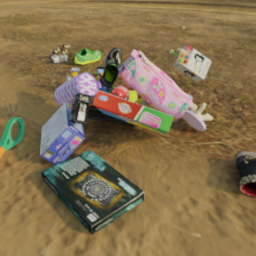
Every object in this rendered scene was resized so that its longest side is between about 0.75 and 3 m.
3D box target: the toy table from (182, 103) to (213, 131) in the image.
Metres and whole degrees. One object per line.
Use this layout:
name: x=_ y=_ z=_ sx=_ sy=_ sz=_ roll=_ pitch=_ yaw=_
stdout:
toy table: x=2.769 y=-0.476 z=11.207 sx=1.159 sy=1.066 sz=0.679 roll=45 pitch=70 yaw=8

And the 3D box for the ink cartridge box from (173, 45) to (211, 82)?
ink cartridge box: x=2.867 y=-2.840 z=12.425 sx=1.380 sy=1.006 sz=0.571 roll=29 pitch=-14 yaw=-14

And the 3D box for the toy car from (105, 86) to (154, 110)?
toy car: x=-0.197 y=-1.226 z=10.739 sx=2.233 sy=0.498 sz=2.102 roll=23 pitch=2 yaw=-44

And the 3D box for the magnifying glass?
magnifying glass: x=-4.302 y=0.569 z=9.842 sx=0.271 sy=0.965 sz=2.424 roll=8 pitch=43 yaw=9

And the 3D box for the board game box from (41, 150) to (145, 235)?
board game box: x=-1.094 y=1.718 z=8.306 sx=1.852 sy=0.386 sz=2.738 roll=-24 pitch=39 yaw=-33

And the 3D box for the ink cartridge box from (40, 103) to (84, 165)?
ink cartridge box: x=-2.282 y=0.270 z=9.615 sx=1.424 sy=0.797 sz=2.088 roll=-44 pitch=30 yaw=14

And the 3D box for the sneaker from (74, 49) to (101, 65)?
sneaker: x=-2.585 y=-4.769 z=18.347 sx=0.805 sy=0.908 sz=2.173 roll=22 pitch=37 yaw=33

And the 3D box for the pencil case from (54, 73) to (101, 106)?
pencil case: x=-2.004 y=-1.423 z=10.760 sx=0.966 sy=0.948 sz=2.260 roll=-14 pitch=3 yaw=-39

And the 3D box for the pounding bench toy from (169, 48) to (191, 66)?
pounding bench toy: x=2.044 y=-2.858 z=11.140 sx=0.758 sy=0.471 sz=0.592 roll=14 pitch=26 yaw=-11

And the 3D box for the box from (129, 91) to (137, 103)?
box: x=-0.133 y=-1.350 z=12.790 sx=1.131 sy=0.690 sz=0.270 roll=-1 pitch=-6 yaw=-26

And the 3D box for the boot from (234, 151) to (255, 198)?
boot: x=4.329 y=1.406 z=8.438 sx=2.100 sy=0.769 sz=1.582 roll=6 pitch=31 yaw=16

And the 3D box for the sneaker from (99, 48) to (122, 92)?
sneaker: x=-0.578 y=-2.285 z=10.774 sx=0.700 sy=0.819 sz=1.976 roll=26 pitch=62 yaw=-19

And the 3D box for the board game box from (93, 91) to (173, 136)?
board game box: x=0.219 y=-0.464 z=9.864 sx=2.595 sy=0.523 sz=1.986 roll=20 pitch=-3 yaw=7

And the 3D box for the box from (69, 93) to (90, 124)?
box: x=-1.531 y=-0.598 z=8.844 sx=0.382 sy=0.887 sz=0.726 roll=11 pitch=-7 yaw=-25

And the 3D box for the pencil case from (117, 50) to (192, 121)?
pencil case: x=0.977 y=-1.512 z=10.068 sx=2.830 sy=1.237 sz=1.237 roll=40 pitch=34 yaw=-9

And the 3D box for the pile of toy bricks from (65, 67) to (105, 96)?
pile of toy bricks: x=-1.796 y=-2.186 z=14.125 sx=2.575 sy=1.429 sz=1.271 roll=-1 pitch=69 yaw=-21

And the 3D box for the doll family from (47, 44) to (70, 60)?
doll family: x=-2.586 y=-2.826 z=10.433 sx=0.977 sy=0.384 sz=0.565 roll=-27 pitch=30 yaw=-19

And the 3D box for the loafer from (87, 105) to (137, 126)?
loafer: x=-0.769 y=-0.693 z=11.444 sx=2.606 sy=0.930 sz=0.951 roll=9 pitch=2 yaw=2

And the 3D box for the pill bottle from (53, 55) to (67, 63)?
pill bottle: x=-4.450 y=-4.486 z=18.309 sx=0.828 sy=0.468 sz=0.468 roll=-18 pitch=36 yaw=-26
